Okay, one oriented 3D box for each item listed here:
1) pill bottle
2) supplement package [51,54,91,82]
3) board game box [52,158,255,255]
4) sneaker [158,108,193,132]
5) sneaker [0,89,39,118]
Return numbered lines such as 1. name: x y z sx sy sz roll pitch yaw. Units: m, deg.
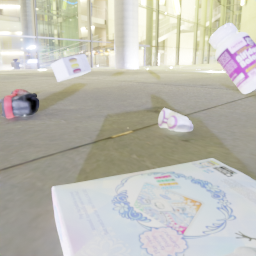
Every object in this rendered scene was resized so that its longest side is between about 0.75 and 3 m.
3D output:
1. pill bottle: 2.210 -1.394 5.537 0.741 1.319 0.741 -31 -13 -8
2. supplement package: -1.908 -2.031 9.452 0.609 0.632 1.111 -14 12 38
3. board game box: 0.673 1.207 3.126 2.660 0.580 2.673 -5 16 -20
4. sneaker: 1.460 -0.176 8.787 0.801 0.602 1.609 13 12 -18
5. sneaker: -4.050 -0.996 10.986 1.232 0.892 2.522 -2 17 -7
